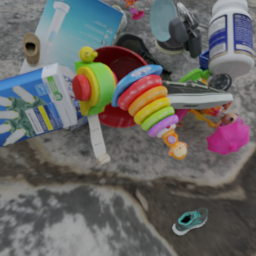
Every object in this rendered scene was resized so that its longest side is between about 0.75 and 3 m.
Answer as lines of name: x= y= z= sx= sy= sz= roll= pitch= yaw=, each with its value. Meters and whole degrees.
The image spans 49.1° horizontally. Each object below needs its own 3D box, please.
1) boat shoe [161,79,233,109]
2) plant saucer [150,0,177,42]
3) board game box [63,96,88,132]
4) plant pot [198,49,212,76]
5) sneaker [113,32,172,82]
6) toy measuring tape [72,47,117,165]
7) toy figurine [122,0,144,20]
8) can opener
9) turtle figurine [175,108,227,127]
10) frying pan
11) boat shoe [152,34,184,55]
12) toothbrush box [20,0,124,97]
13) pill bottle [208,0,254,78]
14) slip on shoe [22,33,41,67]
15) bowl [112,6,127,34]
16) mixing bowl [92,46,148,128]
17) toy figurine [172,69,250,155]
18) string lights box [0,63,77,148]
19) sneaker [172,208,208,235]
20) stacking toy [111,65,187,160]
boat shoe: x=1.988 y=-1.031 z=8.202 sx=2.606 sy=0.921 sz=0.830 roll=-2 pitch=79 yaw=-26
plant saucer: x=1.214 y=-3.576 z=9.190 sx=0.273 sy=1.420 sz=1.420 roll=-15 pitch=45 yaw=-28
board game box: x=-2.408 y=-0.819 z=10.528 sx=2.705 sy=0.834 sz=2.703 roll=34 pitch=54 yaw=30
plant pot: x=3.769 y=-2.948 z=12.756 sx=0.911 sy=0.819 sz=0.911 roll=32 pitch=52 yaw=29
sneaker: x=0.587 y=-1.960 z=8.653 sx=0.921 sy=2.408 sz=1.380 roll=-47 pitch=46 yaw=2
toy measuring tape: x=-0.661 y=-0.449 z=6.581 sx=1.063 sy=2.890 sz=1.063 roll=-10 pitch=12 yaw=2
toy figurine: x=0.179 y=-4.377 z=10.021 sx=0.817 sy=1.001 sz=1.088 roll=-19 pitch=1 yaw=32
can opener: x=1.725 y=-2.794 z=8.643 sx=0.910 sy=2.723 sz=0.726 roll=-35 pitch=73 yaw=8
turtle figurine: x=2.418 y=-0.867 z=10.624 sx=2.365 sy=0.762 sz=1.907 roll=-9 pitch=43 yaw=-5
frying pan: x=2.989 y=-1.250 z=9.308 sx=0.794 sy=0.214 sz=1.313 roll=6 pitch=72 yaw=40
boat shoe: x=1.440 y=-3.571 z=10.503 sx=0.915 sy=0.824 sz=2.544 roll=-7 pitch=42 yaw=-4
toothbrush box: x=-1.751 y=-2.570 z=8.704 sx=2.151 sy=2.938 sz=1.253 roll=21 pitch=4 yaw=-17
pill bottle: x=3.520 y=-3.118 z=9.660 sx=1.442 sy=1.442 sz=2.491 roll=4 pitch=75 yaw=4
slip on shoe: x=-2.522 y=-2.117 z=7.272 sx=0.461 sy=0.368 sz=1.214 roll=-7 pitch=58 yaw=-9
bowl: x=-0.356 y=-3.732 z=9.835 sx=0.455 sy=0.971 sz=0.971 roll=-4 pitch=37 yaw=-44
mixing bowl: x=-0.211 y=-1.281 z=7.992 sx=2.299 sy=2.299 sz=1.245 roll=12 pitch=30 yaw=12
toy figurine: x=2.834 y=-0.382 z=9.307 sx=2.692 sy=2.196 sz=2.925 roll=45 pitch=50 yaw=17
string lights box: x=-2.425 y=-0.376 z=5.919 sx=2.394 sy=1.230 sz=0.706 roll=-18 pitch=33 yaw=-2
sneaker: x=1.703 y=2.412 z=7.421 sx=1.120 sy=0.511 sz=0.435 roll=-24 pitch=49 yaw=-24
stacking toy: x=0.578 y=-0.195 z=5.668 sx=1.116 sy=1.056 sz=1.924 roll=-27 pitch=77 yaw=-20
